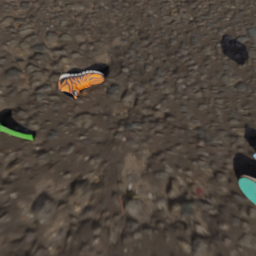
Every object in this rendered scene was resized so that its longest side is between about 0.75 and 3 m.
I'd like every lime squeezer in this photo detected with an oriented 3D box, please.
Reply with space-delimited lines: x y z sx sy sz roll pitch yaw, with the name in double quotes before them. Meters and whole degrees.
"lime squeezer" -4.391 0.312 8.508 2.784 0.525 0.983 -16 88 -12

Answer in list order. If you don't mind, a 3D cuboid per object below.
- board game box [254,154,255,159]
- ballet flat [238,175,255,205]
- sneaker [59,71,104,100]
"board game box" 4.334 1.289 7.531 1.272 0.308 1.682 -3 50 -35
"ballet flat" 3.768 1.894 7.301 0.654 0.662 1.946 -26 63 -40
"sneaker" -1.590 -1.401 9.591 1.598 0.620 0.895 -7 59 7
